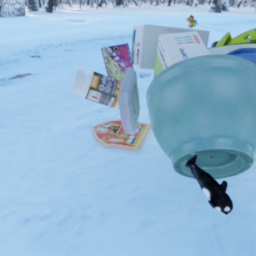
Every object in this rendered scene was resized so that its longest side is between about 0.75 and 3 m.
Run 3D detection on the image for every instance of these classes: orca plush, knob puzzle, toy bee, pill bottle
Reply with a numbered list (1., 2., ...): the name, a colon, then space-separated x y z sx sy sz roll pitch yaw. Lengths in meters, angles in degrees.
1. orca plush: 1.686 1.066 5.407 1.297 0.461 0.682 59 28 10
2. knob puzzle: -0.439 0.098 12.115 2.721 0.377 2.721 0 30 0
3. toy bee: 2.605 -4.232 11.419 0.825 0.448 0.540 27 21 -41
4. pill bottle: -0.962 -1.262 8.903 1.581 0.920 0.920 18 27 -15

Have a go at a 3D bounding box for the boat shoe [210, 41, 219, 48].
1. boat shoe: 4.661 -2.927 12.281 0.941 0.776 2.741 -34 72 -6

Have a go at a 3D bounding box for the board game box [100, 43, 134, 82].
1. board game box: -0.321 -2.228 10.778 1.127 1.878 0.303 -3 25 24

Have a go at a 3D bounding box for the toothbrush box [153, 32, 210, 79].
1. toothbrush box: 1.619 -1.152 8.774 1.239 2.878 2.095 -9 53 -8

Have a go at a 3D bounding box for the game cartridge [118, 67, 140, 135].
1. game cartridge: 0.054 -0.733 8.731 0.390 1.926 1.284 3 50 10

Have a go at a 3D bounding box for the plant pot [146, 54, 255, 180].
1. plant pot: 1.875 0.034 6.580 2.909 2.909 1.949 1 59 2

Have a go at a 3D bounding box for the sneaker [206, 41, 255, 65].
1. sneaker: 3.269 -1.891 8.408 1.103 1.252 2.809 -19 17 -40

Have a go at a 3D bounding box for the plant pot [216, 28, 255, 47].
1. plant pot: 4.262 -1.976 10.217 2.329 2.554 2.567 14 65 41

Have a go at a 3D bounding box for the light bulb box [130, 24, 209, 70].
1. light bulb box: 1.390 -2.962 10.460 2.349 1.479 2.370 2 18 -11
